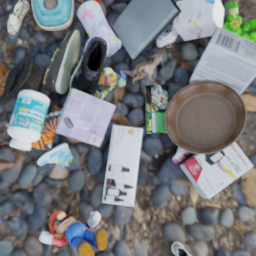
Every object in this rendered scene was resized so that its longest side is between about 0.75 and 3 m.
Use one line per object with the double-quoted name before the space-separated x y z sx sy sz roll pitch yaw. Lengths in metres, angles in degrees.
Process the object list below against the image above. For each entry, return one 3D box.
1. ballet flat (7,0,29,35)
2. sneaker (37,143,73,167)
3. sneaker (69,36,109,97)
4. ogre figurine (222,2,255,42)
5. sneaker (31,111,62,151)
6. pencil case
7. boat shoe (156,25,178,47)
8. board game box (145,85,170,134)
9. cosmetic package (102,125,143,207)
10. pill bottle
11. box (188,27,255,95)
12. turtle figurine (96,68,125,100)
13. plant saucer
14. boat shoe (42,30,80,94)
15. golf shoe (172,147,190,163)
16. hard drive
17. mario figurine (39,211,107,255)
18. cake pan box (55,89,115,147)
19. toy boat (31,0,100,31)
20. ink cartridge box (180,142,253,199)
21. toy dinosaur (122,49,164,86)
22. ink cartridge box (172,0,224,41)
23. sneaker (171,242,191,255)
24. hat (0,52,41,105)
"ballet flat" -4.852 -4.878 12.140 0.634 0.536 1.677 18 79 8
"sneaker" -2.780 1.289 10.863 1.362 0.542 0.889 -33 79 -6
"sneaker" -1.543 -1.941 10.480 1.117 1.292 2.950 14 110 -12
"ogre figurine" 4.478 -4.187 11.707 2.580 1.266 1.547 43 63 -7
"sneaker" -2.917 0.159 10.993 2.447 0.949 1.371 -15 83 7
"pencil case" -1.225 -4.147 11.748 1.067 0.978 2.352 -30 79 5
"boat shoe" 1.709 -3.790 11.841 0.625 0.721 1.692 27 46 20
"board game box" 1.226 -0.766 11.442 1.044 0.234 1.993 0 79 -2
"cosmetic package" -0.189 1.433 10.725 1.216 0.746 2.945 7 78 1
"pill bottle" -3.622 -0.246 10.109 1.129 1.129 2.038 10 76 2
"box" 3.714 -2.326 10.665 2.017 2.193 1.151 26 59 5
"turtle figurine" -1.149 -1.796 11.055 1.844 1.369 1.902 19 69 11
"plant saucer" 2.867 -0.359 10.534 2.942 0.538 2.942 -9 66 20
"boat shoe" -2.700 -2.789 11.441 0.868 1.028 2.883 10 71 12
"golf shoe" 2.221 0.668 11.011 1.609 0.606 0.736 -46 65 -7
"hard drive" 0.649 -4.309 11.142 2.661 0.438 1.857 -41 72 37
"mario figurine" -1.949 3.405 9.524 2.613 1.613 1.385 3 77 47
"cake pan box" -1.573 -0.353 10.571 1.887 0.494 1.738 20 91 -23
"toy boat" -2.625 -5.497 11.828 2.990 1.389 2.513 -11 78 -2
"ink cartridge box" 3.319 1.439 10.647 2.131 0.882 1.553 -34 80 -7
"toy dinosaur" 0.704 -2.464 11.432 1.939 0.832 1.314 1 59 40
"ink cartridge box" 2.722 -4.388 11.218 1.833 1.148 1.178 1 74 36
"sneaker" 2.144 4.790 10.070 1.444 0.664 0.547 43 82 8
"hat" -4.075 -1.772 11.093 0.977 2.423 2.423 28 76 -38
